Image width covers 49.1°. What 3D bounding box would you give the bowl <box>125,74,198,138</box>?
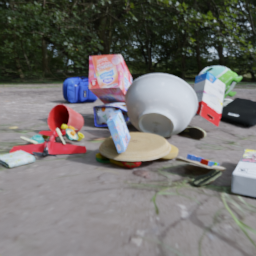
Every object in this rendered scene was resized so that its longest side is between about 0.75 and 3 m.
[{"bbox_3d":[1.112,-0.521,10.444,2.836,2.836,1.275,3,47,15],"label":"bowl"}]

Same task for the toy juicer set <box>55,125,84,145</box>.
[{"bbox_3d":[-2.119,0.153,9.990,0.802,0.343,1.260,47,17,10],"label":"toy juicer set"}]

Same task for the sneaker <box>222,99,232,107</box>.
[{"bbox_3d":[5.259,-1.147,16.391,2.200,0.833,1.012,-6,19,8],"label":"sneaker"}]

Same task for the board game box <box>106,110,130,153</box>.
[{"bbox_3d":[-0.248,0.074,7.933,0.224,0.925,1.223,-18,12,11],"label":"board game box"}]

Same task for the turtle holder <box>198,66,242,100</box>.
[{"bbox_3d":[4.704,-2.197,15.606,1.945,2.739,2.081,41,2,25],"label":"turtle holder"}]

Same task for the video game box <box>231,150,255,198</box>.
[{"bbox_3d":[3.811,1.148,6.536,2.370,0.555,2.159,7,17,29],"label":"video game box"}]

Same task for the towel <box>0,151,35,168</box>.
[{"bbox_3d":[-3.313,0.934,8.261,0.914,0.220,0.782,12,21,42],"label":"towel"}]

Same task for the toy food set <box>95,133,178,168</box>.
[{"bbox_3d":[0.208,0.650,8.598,2.252,0.553,2.275,12,21,39],"label":"toy food set"}]

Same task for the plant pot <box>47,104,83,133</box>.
[{"bbox_3d":[-2.479,-0.282,11.421,1.208,1.208,1.069,8,-5,31],"label":"plant pot"}]

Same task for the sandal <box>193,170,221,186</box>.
[{"bbox_3d":[1.930,1.247,6.738,0.779,0.222,0.309,-18,24,-18],"label":"sandal"}]

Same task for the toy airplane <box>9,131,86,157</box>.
[{"bbox_3d":[-2.598,0.507,9.554,2.492,0.458,2.492,1,13,0],"label":"toy airplane"}]

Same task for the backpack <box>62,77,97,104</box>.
[{"bbox_3d":[-3.526,-2.787,20.680,2.401,1.951,2.015,-7,17,-31],"label":"backpack"}]

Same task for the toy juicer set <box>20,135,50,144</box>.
[{"bbox_3d":[-3.202,0.497,10.104,0.736,0.315,1.157,29,22,28],"label":"toy juicer set"}]

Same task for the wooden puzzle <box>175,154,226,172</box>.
[{"bbox_3d":[1.938,0.905,7.436,1.077,0.249,0.997,11,-3,39],"label":"wooden puzzle"}]

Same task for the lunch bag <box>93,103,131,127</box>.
[{"bbox_3d":[-0.418,-0.597,12.908,1.838,1.138,1.562,-3,9,26],"label":"lunch bag"}]

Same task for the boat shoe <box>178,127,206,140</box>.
[{"bbox_3d":[2.603,0.174,11.128,0.501,0.471,1.314,5,7,-38],"label":"boat shoe"}]

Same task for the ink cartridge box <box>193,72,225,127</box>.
[{"bbox_3d":[3.418,-1.163,12.106,1.236,2.128,0.716,28,-24,-27],"label":"ink cartridge box"}]

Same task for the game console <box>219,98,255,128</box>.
[{"bbox_3d":[6.352,-0.462,14.147,2.618,1.732,2.976,-34,19,-9],"label":"game console"}]

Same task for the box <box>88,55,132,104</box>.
[{"bbox_3d":[-0.737,-2.084,13.061,1.412,1.531,2.984,-1,-9,10],"label":"box"}]
